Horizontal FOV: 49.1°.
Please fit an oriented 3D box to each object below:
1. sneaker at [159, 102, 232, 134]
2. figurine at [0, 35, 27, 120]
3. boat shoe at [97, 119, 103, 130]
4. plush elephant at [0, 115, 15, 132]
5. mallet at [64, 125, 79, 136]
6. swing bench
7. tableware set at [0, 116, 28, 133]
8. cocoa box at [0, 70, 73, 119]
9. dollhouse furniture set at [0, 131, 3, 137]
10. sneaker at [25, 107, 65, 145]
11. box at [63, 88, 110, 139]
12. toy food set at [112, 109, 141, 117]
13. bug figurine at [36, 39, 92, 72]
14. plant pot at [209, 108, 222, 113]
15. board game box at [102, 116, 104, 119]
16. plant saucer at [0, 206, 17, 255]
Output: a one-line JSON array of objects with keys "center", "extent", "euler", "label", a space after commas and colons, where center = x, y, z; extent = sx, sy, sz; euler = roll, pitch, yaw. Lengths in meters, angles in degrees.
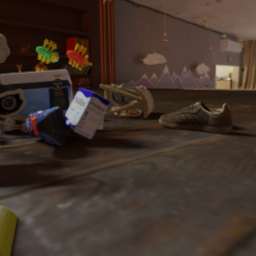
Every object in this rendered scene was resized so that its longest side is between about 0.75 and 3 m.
[{"center": [2.310, -0.447, 9.752], "extent": [2.602, 0.983, 0.917], "euler": [7, 12, 32], "label": "sneaker"}, {"center": [-3.468, -1.395, 6.499], "extent": [1.983, 2.032, 0.875], "euler": [23, 43, 36], "label": "figurine"}, {"center": [-1.481, -0.150, 9.726], "extent": [1.276, 0.426, 0.469], "euler": [8, 28, 15], "label": "boat shoe"}, {"center": [-3.131, -0.232, 5.539], "extent": [1.498, 1.160, 1.234], "euler": [-15, 53, -13], "label": "plush elephant"}, {"center": [-1.927, -0.045, 9.483], "extent": [0.623, 0.389, 1.890], "euler": [-1, 14, -8], "label": "mallet"}, {"center": [0.031, -1.368, 13.510], "extent": [2.285, 1.482, 2.273], "euler": [2, 10, 11], "label": "swing bench"}, {"center": [-4.514, -0.100, 9.157], "extent": [2.442, 0.489, 1.614], "euler": [3, -7, -16], "label": "tableware set"}, {"center": [-3.133, -1.073, 9.947], "extent": [2.230, 1.464, 1.487], "euler": [-6, -7, -6], "label": "cocoa box"}, {"center": [-4.187, 0.366, 7.596], "extent": [1.272, 0.728, 1.492], "euler": [-16, -16, -14], "label": "dollhouse furniture set"}, {"center": [-2.344, -0.031, 7.854], "extent": [1.085, 1.042, 2.766], "euler": [-6, 2, -12], "label": "sneaker"}, {"center": [-1.251, -0.445, 8.139], "extent": [0.637, 1.215, 1.117], "euler": [29, -2, -33], "label": "box"}, {"center": [-0.072, -0.790, 13.349], "extent": [1.248, 0.377, 0.896], "euler": [-3, 11, -14], "label": "toy food set"}, {"center": [-2.769, -2.082, 11.003], "extent": [2.141, 2.761, 0.710], "euler": [23, 18, -10], "label": "bug figurine"}, {"center": [3.041, -0.363, 10.264], "extent": [0.950, 0.638, 0.950], "euler": [-1, 10, 0], "label": "plant pot"}, {"center": [-1.941, -0.508, 11.865], "extent": [1.467, 0.340, 1.111], "euler": [7, 12, 33], "label": "board game box"}, {"center": [-1.822, 1.147, 2.952], "extent": [1.132, 0.271, 1.130], "euler": [-4, 11, -16], "label": "plant saucer"}]
